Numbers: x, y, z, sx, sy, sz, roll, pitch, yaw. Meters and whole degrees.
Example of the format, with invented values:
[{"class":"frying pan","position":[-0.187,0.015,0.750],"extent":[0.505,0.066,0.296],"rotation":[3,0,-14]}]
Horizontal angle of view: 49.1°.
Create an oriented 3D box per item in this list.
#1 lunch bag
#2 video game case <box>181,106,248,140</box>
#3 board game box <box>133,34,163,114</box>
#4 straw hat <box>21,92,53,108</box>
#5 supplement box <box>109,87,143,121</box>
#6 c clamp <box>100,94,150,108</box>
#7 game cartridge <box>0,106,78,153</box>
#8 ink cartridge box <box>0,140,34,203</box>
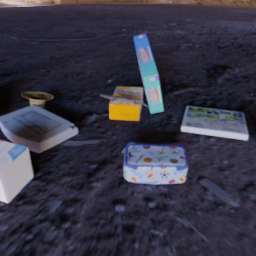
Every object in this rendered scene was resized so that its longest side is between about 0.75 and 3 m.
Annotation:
[{"class":"lunch bag","position":[0.687,0.864,7.481],"extent":[1.743,0.659,1.397],"rotation":[4,28,4]},{"class":"video game case","position":[2.957,-0.215,9.662],"extent":[2.067,0.227,1.884],"rotation":[8,27,14]},{"class":"board game box","position":[0.756,-2.031,10.495],"extent":[0.546,1.844,2.425],"rotation":[-13,50,4]},{"class":"straw hat","position":[-3.506,-0.996,10.841],"extent":[1.217,0.515,1.217],"rotation":[10,20,-4]},{"class":"supplement box","position":[-0.038,-0.962,10.624],"extent":[1.103,0.644,1.750],"rotation":[3,30,5]},{"class":"c clamp","position":[-0.163,-0.960,9.380],"extent":[1.450,0.196,1.238],"rotation":[6,14,-28]},{"class":"game cartridge","position":[-3.070,-0.005,9.195],"extent":[2.480,0.502,1.653],"rotation":[23,34,35]},{"class":"ink cartridge box","position":[-3.345,0.956,6.883],"extent":[1.580,0.990,1.016],"rotation":[12,35,18]}]
